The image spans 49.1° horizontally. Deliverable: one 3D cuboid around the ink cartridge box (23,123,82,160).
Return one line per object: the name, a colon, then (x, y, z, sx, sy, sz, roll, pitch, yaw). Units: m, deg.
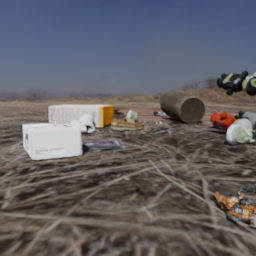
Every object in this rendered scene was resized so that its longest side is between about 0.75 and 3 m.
ink cartridge box: (-2.163, 0.313, 7.807, 1.280, 0.746, 1.768, -4, 8, -26)

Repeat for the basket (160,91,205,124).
basket: (3.263, -1.163, 16.086, 2.326, 1.755, 2.580, 14, 9, -11)

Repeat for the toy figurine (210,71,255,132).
toy figurine: (4.726, -0.932, 11.054, 2.475, 2.514, 1.749, -2, 16, -33)

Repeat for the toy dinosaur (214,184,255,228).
toy dinosaur: (1.503, 1.015, 3.740, 0.592, 0.446, 0.873, -20, 36, -22)

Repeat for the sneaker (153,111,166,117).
sneaker: (2.266, -0.945, 19.911, 0.959, 0.362, 0.552, 15, 6, 37)

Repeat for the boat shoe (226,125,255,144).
boat shoe: (3.787, 0.213, 9.210, 0.546, 0.633, 1.759, 8, 8, 42)

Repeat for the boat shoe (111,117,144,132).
boat shoe: (-0.008, -0.179, 12.413, 1.581, 0.584, 0.598, -4, 8, -27)

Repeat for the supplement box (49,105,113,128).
supplement box: (-2.328, -0.621, 14.128, 2.796, 1.028, 1.762, 2, 7, 14)

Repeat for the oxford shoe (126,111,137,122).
oxford shoe: (0.197, -0.593, 15.751, 0.551, 0.717, 1.907, 28, 10, 4)

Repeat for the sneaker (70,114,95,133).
sneaker: (-1.744, -0.085, 11.936, 0.843, 0.717, 1.904, 13, 17, 12)

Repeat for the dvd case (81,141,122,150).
dvd case: (-0.883, 0.534, 8.590, 1.290, 0.103, 0.959, -2, 7, -10)
